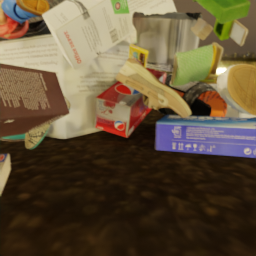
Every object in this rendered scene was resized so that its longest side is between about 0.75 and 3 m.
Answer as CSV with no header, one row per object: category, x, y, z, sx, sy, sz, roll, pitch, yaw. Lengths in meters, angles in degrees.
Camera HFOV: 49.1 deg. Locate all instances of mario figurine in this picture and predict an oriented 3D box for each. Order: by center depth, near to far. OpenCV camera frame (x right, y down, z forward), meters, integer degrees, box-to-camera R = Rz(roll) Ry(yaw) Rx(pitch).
mario figurine,-2.738,-2.823,6.341,2.554,1.354,1.577,-1,26,46

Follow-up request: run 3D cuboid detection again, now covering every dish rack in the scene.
dish rack,-2.381,-3.385,8.313,1.699,2.215,0.604,7,-30,37

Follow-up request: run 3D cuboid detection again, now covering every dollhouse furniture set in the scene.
dollhouse furniture set,1.573,-1.488,5.378,1.094,2.189,0.845,-20,54,-15

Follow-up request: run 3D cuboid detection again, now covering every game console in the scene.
game console,1.350,-0.523,7.209,1.468,0.866,0.177,33,34,9

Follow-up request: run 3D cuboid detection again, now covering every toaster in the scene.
toaster,1.022,-2.287,7.362,1.227,1.394,2.159,-17,28,-40

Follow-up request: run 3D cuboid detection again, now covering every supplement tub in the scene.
supplement tub,1.820,-0.801,8.622,1.400,1.400,2.286,-5,22,-25

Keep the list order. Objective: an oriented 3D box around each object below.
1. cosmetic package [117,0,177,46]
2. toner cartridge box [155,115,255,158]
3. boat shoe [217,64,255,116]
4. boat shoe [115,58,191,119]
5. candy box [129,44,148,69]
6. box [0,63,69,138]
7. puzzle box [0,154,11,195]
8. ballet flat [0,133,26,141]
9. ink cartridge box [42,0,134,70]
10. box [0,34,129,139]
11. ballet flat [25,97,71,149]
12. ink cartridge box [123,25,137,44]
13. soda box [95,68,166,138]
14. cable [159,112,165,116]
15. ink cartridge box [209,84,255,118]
cosmetic package,0.013,-4.129,9.589,2.264,2.744,2.262,-27,17,-5
toner cartridge box,2.112,0.143,5.973,2.873,0.620,1.365,3,11,17
boat shoe,2.620,-0.747,6.365,2.760,0.977,0.957,9,0,-44
boat shoe,0.537,-0.681,5.793,1.777,0.573,0.633,36,3,-16
candy box,0.198,-1.400,5.873,0.391,0.101,0.766,28,-24,11
box,-2.081,-0.333,4.130,1.198,0.897,2.393,-21,-1,22
puzzle box,-2.345,0.776,3.335,1.536,0.294,2.309,-2,10,-17
ballet flat,-3.207,-0.086,6.950,2.418,0.823,0.813,2,2,2
ink cartridge box,-0.740,-2.040,5.520,1.515,1.106,0.637,-35,62,-8
box,-1.821,-1.209,8.246,2.890,2.476,2.876,5,11,33
ballet flat,-1.759,-0.212,5.822,0.474,0.526,1.398,7,48,39
ink cartridge box,0.005,-2.691,7.328,0.209,0.834,0.671,-11,32,-18
soda box,0.141,-0.817,7.512,0.944,0.855,2.697,17,33,18
cable,2.034,-0.898,10.547,1.871,0.582,2.293,-19,37,-2
ink cartridge box,3.942,-1.160,11.551,2.141,1.242,2.900,-8,14,-33
